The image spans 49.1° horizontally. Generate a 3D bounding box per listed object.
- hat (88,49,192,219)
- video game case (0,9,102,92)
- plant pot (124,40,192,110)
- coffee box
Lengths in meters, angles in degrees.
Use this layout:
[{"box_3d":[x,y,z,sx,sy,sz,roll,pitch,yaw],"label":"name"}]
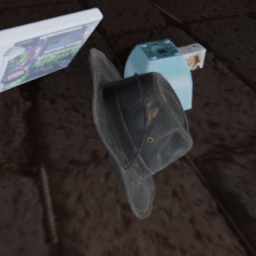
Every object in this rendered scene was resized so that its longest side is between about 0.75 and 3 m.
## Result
[{"box_3d":[0.326,-0.052,3.915,0.986,2.444,2.444,-17,44,9],"label":"hat"},{"box_3d":[-1.080,-0.891,3.395,1.342,1.220,0.157,-34,92,-38],"label":"video game case"},{"box_3d":[0.919,-1.658,8.812,1.817,1.851,1.812,-14,47,-13],"label":"plant pot"},{"box_3d":[2.087,-2.545,10.452,1.413,0.799,0.564,-18,48,-17],"label":"coffee box"}]
